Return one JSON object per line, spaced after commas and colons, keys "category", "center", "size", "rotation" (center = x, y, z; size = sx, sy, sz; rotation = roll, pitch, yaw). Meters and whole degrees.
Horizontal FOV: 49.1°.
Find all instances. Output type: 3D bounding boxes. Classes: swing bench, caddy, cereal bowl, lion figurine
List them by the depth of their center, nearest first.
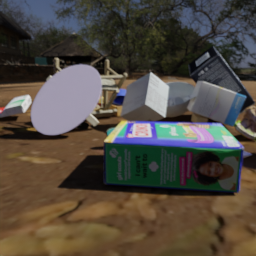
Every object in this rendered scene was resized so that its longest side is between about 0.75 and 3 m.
{"category": "lion figurine", "center": [3.849, 0.094, 6.989], "size": [0.783, 1.324, 2.162], "rotation": [-23, 13, -20]}
{"category": "swing bench", "center": [-1.823, -1.436, 12.156], "size": [2.660, 2.674, 1.735], "rotation": [-10, 40, -37]}
{"category": "cereal bowl", "center": [2.056, -1.226, 13.281], "size": [2.381, 0.992, 2.381], "rotation": [-10, 34, 7]}
{"category": "caddy", "center": [-0.192, -1.333, 13.976], "size": [1.403, 0.992, 0.737], "rotation": [4, 45, -8]}

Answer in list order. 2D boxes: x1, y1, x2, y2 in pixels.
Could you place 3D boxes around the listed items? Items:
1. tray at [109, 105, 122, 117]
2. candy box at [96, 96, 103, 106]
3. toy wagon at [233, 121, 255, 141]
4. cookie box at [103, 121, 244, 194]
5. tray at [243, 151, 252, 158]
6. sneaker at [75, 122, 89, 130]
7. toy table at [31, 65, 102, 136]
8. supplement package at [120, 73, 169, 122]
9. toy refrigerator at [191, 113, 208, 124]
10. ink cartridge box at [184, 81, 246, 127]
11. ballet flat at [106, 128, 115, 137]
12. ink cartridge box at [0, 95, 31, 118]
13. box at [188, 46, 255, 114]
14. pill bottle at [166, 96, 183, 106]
{"category": "tray", "center": [0.385, -1.021, 14.383], "size": [2.858, 0.529, 1.410], "rotation": [-6, 13, -29]}
{"category": "candy box", "center": [-2.080, -1.730, 17.651], "size": [1.003, 0.485, 1.719], "rotation": [-4, 14, -19]}
{"category": "toy wagon", "center": [3.972, 0.083, 9.321], "size": [0.841, 0.214, 1.084], "rotation": [38, 27, 22]}
{"category": "cookie box", "center": [0.926, 0.512, 6.257], "size": [2.583, 0.970, 2.209], "rotation": [1, 12, 7]}
{"category": "tray", "center": [2.754, 0.654, 7.659], "size": [0.589, 0.122, 1.097], "rotation": [-4, 13, -21]}
{"category": "sneaker", "center": [-1.939, -0.136, 10.720], "size": [0.855, 0.323, 0.492], "rotation": [0, 12, -13]}
{"category": "toy table", "center": [-2.078, -0.948, 9.873], "size": [2.723, 2.503, 1.595], "rotation": [-35, 4, -3]}
{"category": "supplement package", "center": [0.633, -0.997, 10.478], "size": [1.053, 1.432, 1.369], "rotation": [31, -34, -31]}
{"category": "toy refrigerator", "center": [2.905, -0.315, 11.481], "size": [0.424, 0.391, 1.118], "rotation": [8, 13, 0]}
{"category": "ink cartridge box", "center": [3.256, -1.015, 10.953], "size": [1.969, 1.233, 1.266], "rotation": [21, 10, 1]}
{"category": "ballet flat", "center": [0.144, 0.354, 8.255], "size": [1.638, 0.552, 0.511], "rotation": [6, -27, -4]}
{"category": "ink cartridge box", "center": [-5.446, -0.922, 12.650], "size": [1.805, 0.452, 1.453], "rotation": [-10, 25, -2]}
{"category": "box", "center": [4.063, -1.987, 12.399], "size": [1.424, 2.729, 2.019], "rotation": [-37, 14, 23]}
{"category": "pill bottle", "center": [2.040, -1.104, 12.770], "size": [0.595, 0.595, 1.094], "rotation": [-5, -5, -20]}
